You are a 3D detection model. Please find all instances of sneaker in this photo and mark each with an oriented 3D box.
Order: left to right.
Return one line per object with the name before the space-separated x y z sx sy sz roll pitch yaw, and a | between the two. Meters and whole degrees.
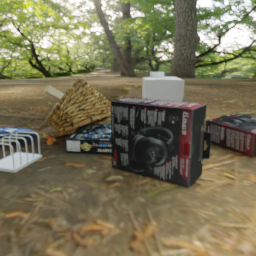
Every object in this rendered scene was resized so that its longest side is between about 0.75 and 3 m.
sneaker | -4.097 0.262 9.867 1.764 0.652 0.725 -2 31 -16

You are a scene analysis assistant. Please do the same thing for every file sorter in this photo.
file sorter | -3.314 0.658 8.199 0.904 0.811 1.302 4 14 16

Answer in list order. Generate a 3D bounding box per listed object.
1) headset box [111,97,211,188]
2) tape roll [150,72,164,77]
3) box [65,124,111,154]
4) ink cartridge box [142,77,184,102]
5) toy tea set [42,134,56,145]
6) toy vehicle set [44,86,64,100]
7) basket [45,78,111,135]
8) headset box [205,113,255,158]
headset box | 0.846 0.281 7.334 2.604 1.938 1.006 8 16 32
tape roll | 1.689 -3.136 16.411 0.813 0.284 0.813 0 13 0
box | -1.019 0.341 10.090 1.805 0.522 2.271 2 14 7
ink cartridge box | 1.825 -1.747 15.538 1.997 2.032 2.760 0 13 0
toy tea set | -2.904 0.451 10.239 0.458 0.285 0.770 31 -3 1
toy vehicle set | -3.250 -1.494 15.025 2.500 0.331 1.553 29 -4 -22
basket | -1.862 -0.373 10.671 1.942 1.860 2.607 39 -20 -13
headset box | 4.091 0.196 9.710 1.665 0.864 2.238 -13 19 -28
